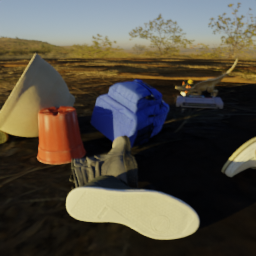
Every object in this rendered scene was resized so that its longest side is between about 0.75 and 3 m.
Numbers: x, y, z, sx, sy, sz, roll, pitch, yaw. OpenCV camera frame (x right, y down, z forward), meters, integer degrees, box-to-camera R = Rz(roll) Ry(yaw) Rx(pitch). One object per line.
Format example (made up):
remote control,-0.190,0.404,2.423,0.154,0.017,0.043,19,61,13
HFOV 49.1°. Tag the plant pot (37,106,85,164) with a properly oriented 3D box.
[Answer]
plant pot,-1.730,0.124,7.059,1.218,1.185,1.218,-2,18,1

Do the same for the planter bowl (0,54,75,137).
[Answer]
planter bowl,-2.566,-0.694,8.097,1.594,2.369,2.369,31,5,-24

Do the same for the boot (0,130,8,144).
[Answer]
boot,-3.763,0.058,8.600,1.120,0.423,1.279,6,18,19

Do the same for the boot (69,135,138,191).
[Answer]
boot,-0.584,0.702,6.116,1.349,0.715,2.050,-4,15,-6

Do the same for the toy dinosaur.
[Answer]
toy dinosaur,3.725,-1.981,12.801,2.980,0.867,1.507,-20,-17,28

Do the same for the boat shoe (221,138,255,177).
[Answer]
boat shoe,2.848,0.575,6.093,1.753,0.655,0.600,-34,61,-11

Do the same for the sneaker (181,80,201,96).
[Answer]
sneaker,3.188,-1.995,14.343,0.671,0.863,1.918,-2,18,-8

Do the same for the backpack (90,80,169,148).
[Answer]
backpack,0.265,-0.473,8.088,1.630,1.683,2.006,41,34,24

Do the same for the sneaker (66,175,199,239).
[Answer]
sneaker,0.104,1.189,4.573,2.007,0.710,0.996,9,6,3

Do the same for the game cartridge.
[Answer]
game cartridge,3.224,-1.211,12.779,1.997,0.383,1.295,3,22,11
